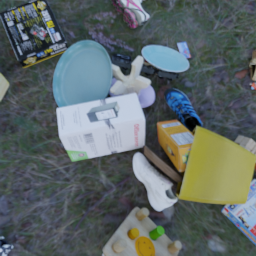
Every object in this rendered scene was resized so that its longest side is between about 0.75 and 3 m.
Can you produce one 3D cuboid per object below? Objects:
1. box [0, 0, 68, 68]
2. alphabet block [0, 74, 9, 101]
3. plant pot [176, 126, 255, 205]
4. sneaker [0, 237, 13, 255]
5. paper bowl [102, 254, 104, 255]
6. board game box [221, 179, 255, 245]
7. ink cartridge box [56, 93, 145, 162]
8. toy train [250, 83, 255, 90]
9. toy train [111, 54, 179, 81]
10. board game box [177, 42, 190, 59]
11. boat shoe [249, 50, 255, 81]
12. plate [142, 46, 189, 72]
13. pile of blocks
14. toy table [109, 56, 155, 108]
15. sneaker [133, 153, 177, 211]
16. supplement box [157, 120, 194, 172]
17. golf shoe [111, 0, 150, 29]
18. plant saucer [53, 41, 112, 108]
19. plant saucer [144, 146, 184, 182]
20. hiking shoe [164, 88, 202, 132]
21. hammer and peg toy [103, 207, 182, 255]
[{"bbox_3d":[-4.120,-4.214,12.255,2.175,0.672,2.724,-24,73,-10],"label":"box"},{"bbox_3d":[-6.729,-1.385,10.138,2.923,2.907,2.976,19,73,4],"label":"alphabet block"},{"bbox_3d":[2.821,1.402,9.132,1.974,2.239,2.238,14,83,10],"label":"plant pot"},{"bbox_3d":[-4.251,4.361,9.369,0.953,0.585,1.465,-29,63,-1],"label":"sneaker"},{"bbox_3d":[-0.121,4.468,9.223,1.538,0.800,1.538,0,71,-1],"label":"paper bowl"},{"bbox_3d":[4.417,2.897,9.581,1.684,0.471,1.649,-33,59,-20],"label":"board game box"},{"bbox_3d":[-0.893,0.043,10.007,2.800,2.037,1.176,-11,59,-5],"label":"ink cartridge box"},{"bbox_3d":[5.573,-1.876,11.670,0.688,0.255,0.915,39,76,12],"label":"toy train"},{"bbox_3d":[0.707,-2.476,11.382,2.914,0.497,0.667,11,44,-15],"label":"toy train"},{"bbox_3d":[2.431,-3.387,12.276,0.406,0.077,0.789,-11,71,-2],"label":"board game box"},{"bbox_3d":[5.369,-2.659,11.784,0.486,0.542,1.463,4,71,-5],"label":"boat shoe"},{"bbox_3d":[1.502,-2.778,11.475,2.016,0.258,2.016,10,41,-9],"label":"plate"},{"bbox_3d":[5.048,1.387,10.069,2.875,1.180,0.893,35,86,32],"label":"pile of blocks"},{"bbox_3d":[0.011,-1.710,10.813,2.100,1.230,1.930,16,61,20],"label":"toy table"},{"bbox_3d":[0.972,1.784,9.890,1.089,0.819,2.186,-32,86,33],"label":"sneaker"},{"bbox_3d":[1.718,0.519,9.664,0.893,2.596,0.864,-9,110,-4],"label":"supplement box"},{"bbox_3d":[-0.011,-5.634,12.662,1.124,0.886,2.440,-32,83,-14],"label":"golf shoe"},{"bbox_3d":[-1.756,-1.881,10.931,2.984,0.409,2.984,-4,83,31],"label":"plant saucer"},{"bbox_3d":[1.221,1.293,9.813,1.847,1.847,0.272,41,92,13],"label":"plant saucer"},{"bbox_3d":[2.137,-0.645,10.489,0.772,0.900,2.076,-41,98,14],"label":"hiking shoe"},{"bbox_3d":[0.780,4.139,8.673,2.947,1.039,2.167,45,38,6],"label":"hammer and peg toy"}]
